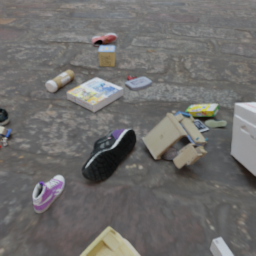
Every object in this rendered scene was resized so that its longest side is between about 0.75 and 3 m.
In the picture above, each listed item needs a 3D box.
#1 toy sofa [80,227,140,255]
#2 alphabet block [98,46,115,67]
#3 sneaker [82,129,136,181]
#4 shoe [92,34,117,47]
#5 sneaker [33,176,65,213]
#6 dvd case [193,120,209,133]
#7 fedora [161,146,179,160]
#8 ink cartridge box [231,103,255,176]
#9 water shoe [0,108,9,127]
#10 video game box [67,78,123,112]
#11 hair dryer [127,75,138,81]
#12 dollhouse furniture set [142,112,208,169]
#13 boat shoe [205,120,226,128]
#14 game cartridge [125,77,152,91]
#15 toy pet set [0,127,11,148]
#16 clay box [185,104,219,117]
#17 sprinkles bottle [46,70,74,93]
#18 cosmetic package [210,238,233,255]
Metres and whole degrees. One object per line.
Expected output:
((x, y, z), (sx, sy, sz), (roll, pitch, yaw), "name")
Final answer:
((0.114, 3.650, 6.466), (1.060, 1.249, 2.559), (-44, 51, -12), "toy sofa")
((-1.281, -4.370, 17.061), (0.953, 0.971, 0.948), (2, 36, 2), "alphabet block")
((-0.878, 0.951, 10.200), (1.177, 1.018, 2.688), (5, 32, 38), "sneaker")
((-1.652, -6.164, 19.791), (1.789, 0.639, 0.814), (-10, 39, -4), "shoe")
((-2.480, 1.874, 8.837), (0.529, 0.832, 1.459), (9, 36, 14), "sneaker")
((2.978, -0.049, 12.011), (0.594, 0.098, 0.790), (-15, 40, -20), "dvd case")
((1.568, 0.890, 10.487), (0.752, 0.340, 0.665), (3, 31, 15), "fedora")
((5.283, 0.267, 9.514), (2.800, 2.044, 2.054), (-2, 16, -3), "ink cartridge box")
((-6.001, -0.266, 11.754), (0.676, 0.746, 1.891), (31, 46, 34), "water shoe")
((-1.626, -1.697, 13.906), (1.905, 0.489, 2.091), (24, 43, 33), "video game box")
((0.243, -2.779, 15.561), (0.625, 0.223, 0.821), (6, 38, 6), "hair dryer")
((2.056, 0.634, 10.794), (2.237, 1.460, 2.112), (4, 47, -51), "dollhouse furniture set")
((3.764, -0.208, 12.067), (0.882, 0.330, 0.292), (-6, 8, 17), "boat shoe")
((0.582, -2.352, 14.982), (1.297, 0.265, 0.863), (-21, 38, -25), "game cartridge")
((-5.154, 0.398, 11.271), (0.951, 0.505, 0.888), (13, 73, 21), "toy pet set")
((3.303, -0.777, 12.554), (1.301, 0.310, 0.748), (0, 28, 37), "clay box")
((-3.583, -2.498, 14.875), (0.593, 0.593, 1.737), (18, 40, 22), "sprinkles bottle")
((2.528, 3.408, 7.092), (0.283, 0.462, 1.120), (-10, 38, -17), "cosmetic package")
